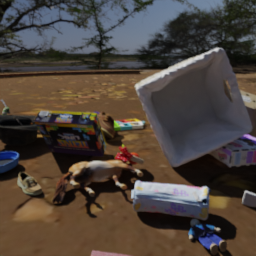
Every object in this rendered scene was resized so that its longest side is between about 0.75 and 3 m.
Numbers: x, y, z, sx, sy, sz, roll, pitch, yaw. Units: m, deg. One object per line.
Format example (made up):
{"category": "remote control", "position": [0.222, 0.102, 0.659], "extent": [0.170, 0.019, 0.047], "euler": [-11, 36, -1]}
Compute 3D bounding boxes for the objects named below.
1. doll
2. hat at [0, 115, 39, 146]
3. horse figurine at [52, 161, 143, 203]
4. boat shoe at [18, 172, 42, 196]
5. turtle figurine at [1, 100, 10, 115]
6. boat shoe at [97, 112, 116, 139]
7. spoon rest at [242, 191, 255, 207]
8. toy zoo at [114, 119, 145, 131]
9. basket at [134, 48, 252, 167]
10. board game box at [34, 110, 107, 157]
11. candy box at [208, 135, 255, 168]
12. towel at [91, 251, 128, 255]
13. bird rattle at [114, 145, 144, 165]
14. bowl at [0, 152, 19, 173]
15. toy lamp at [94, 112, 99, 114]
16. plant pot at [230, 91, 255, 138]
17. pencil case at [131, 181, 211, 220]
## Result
{"category": "doll", "position": [1.590, 2.176, 5.732], "extent": [0.694, 0.247, 1.017], "euler": [-13, 13, -15]}
{"category": "hat", "position": [-4.508, 0.145, 11.418], "extent": [2.555, 1.031, 2.555], "euler": [8, 16, -2]}
{"category": "horse figurine", "position": [-0.842, 1.334, 7.818], "extent": [2.654, 0.663, 1.759], "euler": [-9, 13, -20]}
{"category": "boat shoe", "position": [-2.747, 1.533, 7.728], "extent": [1.096, 0.364, 0.406], "euler": [15, 21, 39]}
{"category": "turtle figurine", "position": [-5.094, -0.434, 12.704], "extent": [1.742, 1.293, 1.797], "euler": [8, 30, -1]}
{"category": "boat shoe", "position": [-1.032, -0.213, 12.392], "extent": [0.789, 0.841, 2.337], "euler": [-48, 26, -2]}
{"category": "spoon rest", "position": [3.728, 1.369, 7.487], "extent": [0.656, 1.075, 2.164], "euler": [21, 39, 32]}
{"category": "toy zoo", "position": [-0.050, -0.166, 13.890], "extent": [1.855, 0.190, 1.217], "euler": [-5, 17, -16]}
{"category": "basket", "position": [2.077, -0.790, 9.716], "extent": [2.992, 2.965, 2.406], "euler": [-25, 13, 4]}
{"category": "board game box", "position": [-1.967, 0.215, 9.820], "extent": [2.105, 1.740, 0.597], "euler": [3, 48, 14]}
{"category": "candy box", "position": [3.918, 0.778, 9.864], "extent": [1.713, 0.613, 1.437], "euler": [-5, 17, -15]}
{"category": "towel", "position": [-0.249, 2.599, 4.461], "extent": [1.069, 0.169, 1.483], "euler": [4, 18, 8]}
{"category": "bird rattle", "position": [0.064, 0.873, 8.738], "extent": [0.957, 0.661, 1.174], "euler": [22, -14, -10]}
{"category": "bowl", "position": [-4.230, 1.147, 9.016], "extent": [1.390, 0.273, 1.390], "euler": [-6, 17, 2]}
{"category": "toy lamp", "position": [-2.365, -0.423, 13.812], "extent": [2.618, 0.762, 0.762], "euler": [0, 16, -5]}
{"category": "plant pot", "position": [4.558, -0.544, 11.497], "extent": [1.777, 1.575, 1.779], "euler": [26, 39, 27]}
{"category": "pencil case", "position": [0.992, 1.677, 6.525], "extent": [1.787, 0.743, 0.810], "euler": [3, -4, 14]}
